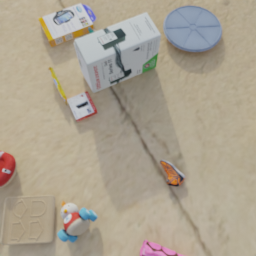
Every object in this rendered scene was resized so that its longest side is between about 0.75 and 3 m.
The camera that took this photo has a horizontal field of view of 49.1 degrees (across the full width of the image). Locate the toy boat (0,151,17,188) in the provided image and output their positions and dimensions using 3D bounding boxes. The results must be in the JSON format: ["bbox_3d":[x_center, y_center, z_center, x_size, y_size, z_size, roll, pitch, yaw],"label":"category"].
[{"bbox_3d":[-4.763,1.206,9.366,1.933,1.263,1.261,18,69,7],"label":"toy boat"}]

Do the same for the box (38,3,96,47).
[{"bbox_3d":[-2.560,-4.516,12.145,2.289,0.475,1.362,-24,70,-12],"label":"box"}]

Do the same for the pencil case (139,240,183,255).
[{"bbox_3d":[1.215,4.003,8.455,1.785,0.836,0.810,16,81,8],"label":"pencil case"}]

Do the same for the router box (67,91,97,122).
[{"bbox_3d":[-1.757,-0.820,10.746,0.869,0.236,0.968,-25,70,-10],"label":"router box"}]

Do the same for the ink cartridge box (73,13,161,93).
[{"bbox_3d":[-0.376,-2.733,10.525,2.876,2.108,1.195,-24,71,-8],"label":"ink cartridge box"}]

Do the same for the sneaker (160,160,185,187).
[{"bbox_3d":[1.419,1.604,9.674,1.050,0.407,0.588,39,72,14],"label":"sneaker"}]

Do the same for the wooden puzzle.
[{"bbox_3d":[-3.221,2.994,9.154,1.605,0.371,1.486,-1,68,-5],"label":"wooden puzzle"}]

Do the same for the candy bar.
[{"bbox_3d":[-2.712,-1.649,10.892,0.185,0.416,1.669,-26,76,-8],"label":"candy bar"}]

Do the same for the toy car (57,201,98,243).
[{"bbox_3d":[-1.834,2.792,8.925,1.113,1.068,1.207,-45,62,-5],"label":"toy car"}]

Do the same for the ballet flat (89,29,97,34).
[{"bbox_3d":[-1.263,-3.900,11.995,0.341,0.345,1.015,-34,76,-35],"label":"ballet flat"}]

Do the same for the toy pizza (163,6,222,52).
[{"bbox_3d":[2.745,-4.219,12.045,2.511,0.398,2.511,0,67,-1],"label":"toy pizza"}]
